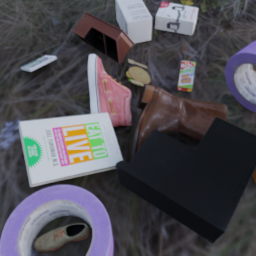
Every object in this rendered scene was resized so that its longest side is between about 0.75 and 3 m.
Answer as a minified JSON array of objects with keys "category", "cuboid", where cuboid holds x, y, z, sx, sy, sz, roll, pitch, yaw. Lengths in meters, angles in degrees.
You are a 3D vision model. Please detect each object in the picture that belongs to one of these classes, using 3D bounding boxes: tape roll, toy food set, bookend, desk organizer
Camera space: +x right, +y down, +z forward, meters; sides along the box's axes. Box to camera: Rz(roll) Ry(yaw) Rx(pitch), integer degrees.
[{"category":"tape roll","cuboid":[4.226,-1.571,8.806,0.935,2.200,2.200,-35,60,-15]},{"category":"toy food set","cuboid":[0.369,-1.933,10.485,0.978,0.284,1.417,16,43,-22]},{"category":"bookend","cuboid":[1.710,0.900,7.579,2.948,1.358,2.930,28,64,20]},{"category":"desk organizer","cuboid":[-1.025,-3.562,10.991,2.507,0.899,0.965,39,94,35]},{"category":"tape roll","cuboid":[-1.594,2.693,6.613,2.466,1.048,2.466,0,52,1]}]

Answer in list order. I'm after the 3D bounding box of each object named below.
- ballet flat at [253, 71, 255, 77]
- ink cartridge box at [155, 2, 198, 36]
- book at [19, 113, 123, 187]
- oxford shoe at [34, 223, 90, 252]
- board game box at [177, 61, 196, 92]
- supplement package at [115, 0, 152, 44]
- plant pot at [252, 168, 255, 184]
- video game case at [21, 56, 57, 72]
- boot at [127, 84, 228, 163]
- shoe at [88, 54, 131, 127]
[{"category":"ballet flat","cuboid":[5.165,-1.648,10.131,0.769,0.650,2.033,-37,61,-26]},{"category":"ink cartridge box","cuboid":[2.178,-4.892,12.524,1.702,0.710,1.236,14,54,10]},{"category":"book","cuboid":[-1.521,0.504,7.587,2.467,0.593,1.648,-9,74,-29]},{"category":"oxford shoe","cuboid":[-1.674,2.651,6.963,1.405,0.525,0.495,-17,55,-12]},{"category":"board game box","cuboid":[2.090,-1.856,10.035,0.505,0.158,1.057,8,90,5]},{"category":"supplement package","cuboid":[0.219,-4.715,12.137,1.081,1.123,1.974,-14,55,-8]},{"category":"plant pot","cuboid":[4.588,1.078,7.647,1.915,1.340,1.915,-1,53,1]},{"category":"video game case","cuboid":[-3.450,-2.490,10.784,1.148,0.134,1.044,-36,32,-25]},{"category":"boot","cuboid":[1.613,0.226,8.573,2.976,0.956,2.774,16,79,-9]},{"category":"shoe","cuboid":[-0.650,-1.294,9.595,1.352,1.062,2.972,-4,61,-6]}]
